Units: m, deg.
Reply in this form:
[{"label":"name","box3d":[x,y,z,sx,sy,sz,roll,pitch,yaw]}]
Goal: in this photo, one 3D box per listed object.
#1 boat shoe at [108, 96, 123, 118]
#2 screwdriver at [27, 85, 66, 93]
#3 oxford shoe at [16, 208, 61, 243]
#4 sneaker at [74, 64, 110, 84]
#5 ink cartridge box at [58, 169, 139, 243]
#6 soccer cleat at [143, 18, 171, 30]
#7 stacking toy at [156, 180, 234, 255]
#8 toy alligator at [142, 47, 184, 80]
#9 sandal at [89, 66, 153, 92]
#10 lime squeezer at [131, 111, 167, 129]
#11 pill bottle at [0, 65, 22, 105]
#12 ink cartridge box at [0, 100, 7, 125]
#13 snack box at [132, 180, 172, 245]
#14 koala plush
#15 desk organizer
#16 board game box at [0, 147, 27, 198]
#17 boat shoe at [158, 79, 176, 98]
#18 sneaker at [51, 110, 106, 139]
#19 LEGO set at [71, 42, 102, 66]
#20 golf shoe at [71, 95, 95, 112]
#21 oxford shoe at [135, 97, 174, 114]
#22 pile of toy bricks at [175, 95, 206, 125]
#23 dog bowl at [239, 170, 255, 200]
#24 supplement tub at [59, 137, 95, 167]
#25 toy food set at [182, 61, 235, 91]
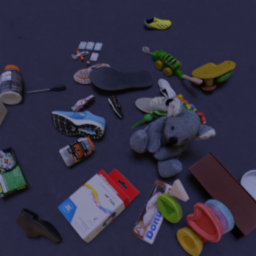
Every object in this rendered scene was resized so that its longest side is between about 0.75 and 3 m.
[{"label":"boat shoe","box3d":[-0.478,-0.931,12.182,0.362,0.422,1.155,-34,59,7]},{"label":"screwdriver","box3d":[-3.733,-1.712,12.811,1.758,0.245,0.256,-14,91,-6]},{"label":"oxford shoe","box3d":[-3.044,3.487,9.519,1.724,0.626,0.728,26,79,17]},{"label":"sneaker","box3d":[-1.677,-2.560,13.128,1.764,0.690,0.681,-16,26,0]},{"label":"ink cartridge box","box3d":[-0.966,2.534,9.789,2.487,0.836,1.445,-40,64,-18]},{"label":"soccer cleat","box3d":[1.565,-5.588,14.913,1.482,0.620,0.479,-3,59,-2]},{"label":"stacking toy","box3d":[2.096,2.636,8.833,1.004,2.377,2.152,-25,66,-32]},{"label":"toy alligator","box3d":[1.671,-3.350,13.473,0.836,0.765,2.819,-37,66,-20]},{"label":"sandal","box3d":[-0.329,-2.123,12.803,2.924,0.626,1.112,3,79,-12]},{"label":"lime squeezer","box3d":[0.929,-0.373,11.567,1.792,0.338,0.633,-20,40,35]},{"label":"pill bottle","box3d":[-5.234,-1.984,12.556,0.924,0.924,1.740,-8,59,-5]},{"label":"ink cartridge box","box3d":[-6.714,-0.560,11.716,2.624,0.890,1.510,10,59,6]},{"label":"snack box","box3d":[0.935,2.936,9.960,0.775,0.262,2.157,23,61,12]},{"label":"koala plush","box3d":[1.712,0.126,10.152,2.165,2.441,2.243,42,50,1]},{"label":"desk organizer","box3d":[3.366,2.369,9.883,1.101,1.026,2.860,-31,64,-15]},{"label":"board game box","box3d":[-4.616,1.624,10.515,1.036,0.232,1.977,-17,51,-26]},{"label":"boat shoe","box3d":[1.648,-1.761,12.587,0.413,0.455,1.237,-15,48,-28]},{"label":"sneaker","box3d":[-2.052,-0.248,11.692,2.432,0.953,1.094,14,37,11]},{"label":"LEGO set","box3d":[-2.066,-3.801,13.997,1.172,0.385,1.569,9,59,9]},{"label":"golf shoe","box3d":[-1.973,-1.100,12.302,1.157,0.420,0.533,-40,62,-19]},{"label":"oxford shoe","box3d":[1.322,-0.997,11.780,2.381,0.687,0.895,17,54,36]},{"label":"pile of toy bricks","box3d":[2.417,-0.776,11.822,1.040,0.926,1.875,-24,62,-14]},{"label":"dog bowl","box3d":[4.712,2.249,10.231,1.315,0.518,1.315,0,59,0]},{"label":"supplement tub","box3d":[-1.971,0.902,10.905,1.235,0.757,0.757,-31,64,-16]},{"label":"toy food set","box3d":[3.777,-2.292,12.878,2.551,0.833,1.501,-26,31,-21]}]
